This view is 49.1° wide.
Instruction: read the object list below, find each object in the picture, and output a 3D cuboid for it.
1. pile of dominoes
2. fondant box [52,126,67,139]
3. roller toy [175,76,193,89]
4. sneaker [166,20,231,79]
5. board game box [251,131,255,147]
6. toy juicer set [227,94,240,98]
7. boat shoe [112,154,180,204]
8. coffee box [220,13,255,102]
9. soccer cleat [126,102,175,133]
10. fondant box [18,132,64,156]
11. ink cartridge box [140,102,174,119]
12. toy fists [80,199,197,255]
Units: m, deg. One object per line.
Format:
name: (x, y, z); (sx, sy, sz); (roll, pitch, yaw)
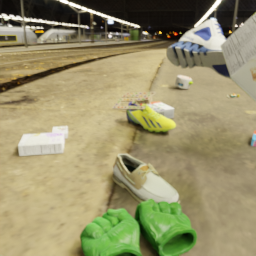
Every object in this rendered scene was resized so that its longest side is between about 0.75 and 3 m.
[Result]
pile of dominoes: (0.176, -0.914, 8.722); (1.191, 0.190, 0.929); (3, 41, 29)
fondant box: (-2.614, 0.181, 10.756); (0.557, 0.225, 0.772); (-4, 22, -10)
roller toy: (3.580, -2.946, 18.298); (0.985, 0.755, 1.080); (6, 22, -15)
sneaker: (2.797, -2.678, 8.960); (2.862, 1.156, 1.653); (21, 69, 32)
board game box: (5.094, 0.473, 9.934); (1.260, 0.254, 0.964); (10, 23, 25)
toy juicer set: (6.061, -1.899, 16.310); (0.761, 0.207, 0.484); (-9, 22, -21)
boat shoe: (0.357, 1.294, 7.064); (2.142, 0.732, 0.800); (19, 28, 41)
coffee box: (3.068, -1.346, 5.422); (1.710, 1.694, 1.713); (37, 34, -16)
soccer cleat: (0.829, -0.473, 11.358); (2.426, 1.015, 0.784); (19, 28, 41)
fondant box: (-2.917, 0.536, 9.554); (1.396, 0.406, 1.007); (-2, 21, -9)
ink cartridge box: (1.158, -0.891, 13.190); (1.076, 0.497, 1.976); (-10, 24, -25)
toy fists: (0.180, 1.949, 5.336); (2.182, 0.750, 1.112); (-10, 22, -21)
